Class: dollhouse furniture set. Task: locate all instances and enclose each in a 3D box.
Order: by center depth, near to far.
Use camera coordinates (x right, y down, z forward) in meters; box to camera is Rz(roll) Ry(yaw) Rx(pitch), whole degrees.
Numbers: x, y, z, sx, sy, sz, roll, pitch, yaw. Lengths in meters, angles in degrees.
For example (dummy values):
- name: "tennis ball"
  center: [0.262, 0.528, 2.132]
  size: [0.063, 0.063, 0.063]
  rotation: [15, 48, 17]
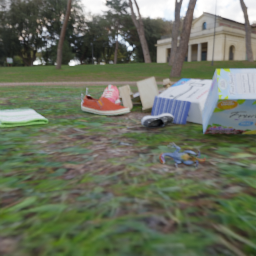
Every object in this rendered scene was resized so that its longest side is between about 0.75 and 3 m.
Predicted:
- name: "dollhouse furniture set"
  center: [1.096, -1.130, 14.079]
  size: [2.516, 1.441, 2.950]
  rotation: [-15, -19, 7]

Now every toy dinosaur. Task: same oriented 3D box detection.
- name: "toy dinosaur"
  center: [1.077, 0.662, 5.822]
  size: [0.784, 0.454, 0.864]
  rotation: [-1, -24, 36]

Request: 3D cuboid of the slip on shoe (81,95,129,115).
- name: "slip on shoe"
  center: [-1.043, -0.988, 12.347]
  size: [2.424, 0.742, 0.898]
  rotation: [12, 13, 30]

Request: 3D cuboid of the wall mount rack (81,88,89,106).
- name: "wall mount rack"
  center: [-2.108, -1.496, 14.271]
  size: [0.354, 0.825, 0.949]
  rotation: [-15, 32, 35]

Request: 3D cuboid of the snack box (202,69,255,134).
- name: "snack box"
  center: [3.519, -0.608, 7.465]
  size: [2.720, 0.921, 2.294]
  rotation: [0, -23, 5]

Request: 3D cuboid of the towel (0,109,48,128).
- name: "towel"
  center: [-4.163, -0.425, 10.668]
  size: [1.698, 0.349, 2.277]
  rotation: [-8, 14, -31]

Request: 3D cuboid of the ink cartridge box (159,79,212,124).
- name: "ink cartridge box"
  center: [2.553, -1.102, 10.957]
  size: [1.710, 0.988, 2.343]
  rotation: [-35, 26, -24]

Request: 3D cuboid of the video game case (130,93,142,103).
- name: "video game case"
  center: [0.866, -1.661, 15.446]
  size: [1.390, 0.170, 1.944]
  rotation: [-18, -11, 43]

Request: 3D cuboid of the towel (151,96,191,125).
- name: "towel"
  center: [1.492, -0.619, 9.864]
  size: [1.280, 0.927, 0.153]
  rotation: [10, 30, 4]

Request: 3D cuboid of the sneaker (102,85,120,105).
- name: "sneaker"
  center: [-1.045, -1.610, 14.429]
  size: [0.977, 1.150, 2.651]
  rotation: [1, 12, 7]

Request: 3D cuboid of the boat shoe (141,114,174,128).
- name: "boat shoe"
  center: [1.073, -0.192, 9.436]
  size: [1.289, 0.451, 0.427]
  rotation: [-2, 31, -32]
